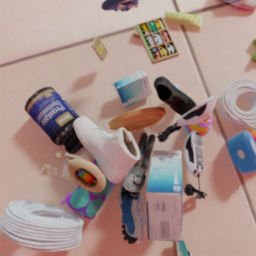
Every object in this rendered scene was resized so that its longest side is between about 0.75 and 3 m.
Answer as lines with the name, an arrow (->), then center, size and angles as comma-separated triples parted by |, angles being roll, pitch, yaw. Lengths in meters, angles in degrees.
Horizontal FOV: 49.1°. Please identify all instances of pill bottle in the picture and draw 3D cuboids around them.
pill bottle -> -2.538, -0.230, 10.355 | 1.367, 1.367, 2.444 | -43, 82, -8

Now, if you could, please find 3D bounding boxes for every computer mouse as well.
computer mouse -> 1.925, -0.236, 8.787 | 1.180, 2.153, 0.472 | -24, 79, -50
computer mouse -> 2.310, 1.302, 9.962 | 0.534, 1.334, 2.432 | -10, 72, 36

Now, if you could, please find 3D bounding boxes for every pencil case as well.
pencil case -> -1.060, 1.783, 9.994 | 1.319, 1.215, 2.855 | 33, 79, -10

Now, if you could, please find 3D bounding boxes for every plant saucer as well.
plant saucer -> 0.340, -0.232, 9.861 | 2.061, 2.061, 0.333 | -13, 79, -3

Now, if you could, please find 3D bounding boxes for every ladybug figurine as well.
ladybug figurine -> -1.190, 1.327, 8.178 | 1.301, 0.468, 0.883 | 41, 119, -7

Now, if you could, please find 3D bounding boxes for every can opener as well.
can opener -> 0.428, 1.251, 9.668 | 0.604, 0.757, 2.264 | 12, 56, 13

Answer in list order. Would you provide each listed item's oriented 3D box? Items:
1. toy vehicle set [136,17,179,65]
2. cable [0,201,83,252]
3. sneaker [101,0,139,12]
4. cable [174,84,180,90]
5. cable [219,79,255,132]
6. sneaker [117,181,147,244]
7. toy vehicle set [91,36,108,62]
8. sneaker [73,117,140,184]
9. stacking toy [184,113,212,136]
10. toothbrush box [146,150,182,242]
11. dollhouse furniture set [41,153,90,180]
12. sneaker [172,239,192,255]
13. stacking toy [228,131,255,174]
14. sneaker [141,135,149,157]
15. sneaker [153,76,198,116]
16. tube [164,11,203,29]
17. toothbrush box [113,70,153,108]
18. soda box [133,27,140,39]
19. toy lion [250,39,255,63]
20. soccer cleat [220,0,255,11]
toy vehicle set -> 0.870, -2.637, 8.434 | 0.858, 0.183, 1.382 | -20, 75, -6
cable -> -2.722, 3.102, 9.035 | 2.575, 2.575, 0.892 | 17, 84, -32
sneaker -> -0.237, -3.964, 9.046 | 1.267, 0.521, 0.468 | -11, 60, 6
cable -> 1.826, -1.170, 10.554 | 0.336, 0.971, 0.971 | -12, 90, 20
cable -> 4.524, -0.923, 10.872 | 1.860, 0.644, 1.860 | 28, 79, 7
sneaker -> 0.247, 2.944, 9.987 | 0.900, 1.040, 2.400 | -19, 54, 24
toy vehicle set -> -1.075, -2.987, 10.608 | 0.108, 0.817, 0.508 | 2, 58, 31
sneaker -> -0.626, 0.306, 8.947 | 2.581, 0.951, 1.492 | 51, 123, 17
stacking toy -> 2.705, -0.275, 10.193 | 0.971, 1.673, 0.918 | -27, 79, -9
toothbrush box -> 1.209, 2.054, 8.985 | 1.048, 2.457, 1.799 | 1, 115, 11
dollhouse furniture set -> -1.860, 1.287, 8.759 | 1.535, 0.679, 0.795 | 14, 94, -12
sneaker -> 2.172, 4.934, 9.565 | 0.952, 0.851, 2.383 | -12, 84, -7
stacking toy -> 5.216, 0.640, 10.344 | 2.571, 1.411, 1.492 | -15, 75, -15
sneaker -> 0.689, 0.654, 10.327 | 0.376, 0.417, 1.018 | 39, 56, -15
sneaker -> 1.535, -0.799, 8.934 | 1.925, 1.022, 0.720 | 38, 112, -9
tube -> 2.346, -4.590, 11.794 | 1.644, 0.427, 0.477 | 8, 116, -3
toothbrush box -> 0.197, -1.502, 10.804 | 1.276, 0.934, 0.544 | -25, 39, -2
soda box -> 0.699, -3.868, 11.672 | 0.936, 0.300, 0.317 | 17, 78, 4
toy lion -> 5.712, -3.050, 11.483 | 1.219, 0.437, 1.271 | 10, 78, -5
soccer cleat -> 4.602, -5.554, 11.734 | 2.048, 0.884, 0.715 | 18, 78, 3
